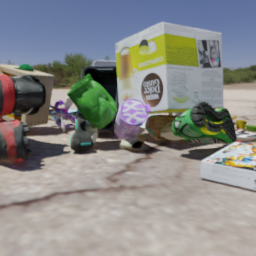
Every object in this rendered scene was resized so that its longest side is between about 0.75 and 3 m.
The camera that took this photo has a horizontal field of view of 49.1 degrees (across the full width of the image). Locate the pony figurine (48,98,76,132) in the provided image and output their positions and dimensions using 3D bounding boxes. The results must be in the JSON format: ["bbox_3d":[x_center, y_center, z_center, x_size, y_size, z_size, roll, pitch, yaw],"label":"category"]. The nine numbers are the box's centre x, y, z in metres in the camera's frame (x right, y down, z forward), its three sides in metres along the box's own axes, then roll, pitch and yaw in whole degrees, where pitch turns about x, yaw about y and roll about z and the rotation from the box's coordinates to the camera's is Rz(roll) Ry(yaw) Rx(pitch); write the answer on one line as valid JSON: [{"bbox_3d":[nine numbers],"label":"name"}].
[{"bbox_3d":[-2.452,-0.533,10.197,1.672,1.392,1.614,15,-14,3],"label":"pony figurine"}]

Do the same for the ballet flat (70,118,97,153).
[{"bbox_3d":[-1.186,0.195,7.764,0.675,0.671,1.973,-3,20,-6],"label":"ballet flat"}]

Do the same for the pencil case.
[{"bbox_3d":[0.061,-0.190,7.580,0.782,0.768,1.830,-20,-10,-14],"label":"pencil case"}]

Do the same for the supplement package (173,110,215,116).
[{"bbox_3d":[2.405,-0.692,10.242,1.117,1.472,1.109,-8,13,-34],"label":"supplement package"}]

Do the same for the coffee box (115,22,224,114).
[{"bbox_3d":[1.187,-1.552,8.322,2.249,2.224,2.246,-4,2,-34],"label":"coffee box"}]

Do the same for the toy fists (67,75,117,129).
[{"bbox_3d":[-0.958,-0.798,8.107,0.903,1.339,2.627,-34,17,2],"label":"toy fists"}]

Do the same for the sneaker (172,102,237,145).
[{"bbox_3d":[1.977,-0.030,7.065,1.006,0.922,2.362,-23,-28,40],"label":"sneaker"}]

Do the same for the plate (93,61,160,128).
[{"bbox_3d":[-0.068,-1.219,10.482,2.499,2.504,0.405,-1,0,-7],"label":"plate"}]

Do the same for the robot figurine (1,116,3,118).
[{"bbox_3d":[-4.832,-0.416,8.930,1.892,1.069,1.605,7,-21,32],"label":"robot figurine"}]

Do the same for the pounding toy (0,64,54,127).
[{"bbox_3d":[-3.842,-1.360,9.338,2.041,2.217,1.576,18,15,22],"label":"pounding toy"}]

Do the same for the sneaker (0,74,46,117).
[{"bbox_3d":[-2.970,-0.819,7.303,1.431,1.036,2.930,-5,6,-32],"label":"sneaker"}]

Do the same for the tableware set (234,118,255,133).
[{"bbox_3d":[4.569,-0.067,9.318,2.368,0.363,1.595,3,8,-21],"label":"tableware set"}]

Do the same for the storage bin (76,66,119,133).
[{"bbox_3d":[-0.806,-0.921,9.371,1.402,2.074,0.972,5,-4,22],"label":"storage bin"}]

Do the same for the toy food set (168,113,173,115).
[{"bbox_3d":[2.147,-1.201,13.704,0.331,1.362,1.348,11,-31,10],"label":"toy food set"}]

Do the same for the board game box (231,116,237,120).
[{"bbox_3d":[3.945,-0.308,11.346,1.192,0.179,0.569,-16,-3,-44],"label":"board game box"}]

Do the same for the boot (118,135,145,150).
[{"bbox_3d":[0.247,0.385,7.397,0.836,0.301,0.646,-14,8,-33],"label":"boot"}]

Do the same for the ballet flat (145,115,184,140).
[{"bbox_3d":[1.821,0.021,8.678,2.617,0.923,0.854,-6,44,-13],"label":"ballet flat"}]

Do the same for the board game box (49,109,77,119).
[{"bbox_3d":[-2.921,-0.687,13.529,1.149,0.357,1.521,4,11,22],"label":"board game box"}]

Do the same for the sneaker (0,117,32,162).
[{"bbox_3d":[-3.127,0.276,6.344,1.312,0.949,2.685,-8,10,-40],"label":"sneaker"}]

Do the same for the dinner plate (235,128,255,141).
[{"bbox_3d":[3.443,0.207,8.928,1.608,0.195,1.608,0,11,0],"label":"dinner plate"}]

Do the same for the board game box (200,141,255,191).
[{"bbox_3d":[2.482,0.702,5.554,1.330,0.365,2.107,8,13,37],"label":"board game box"}]
